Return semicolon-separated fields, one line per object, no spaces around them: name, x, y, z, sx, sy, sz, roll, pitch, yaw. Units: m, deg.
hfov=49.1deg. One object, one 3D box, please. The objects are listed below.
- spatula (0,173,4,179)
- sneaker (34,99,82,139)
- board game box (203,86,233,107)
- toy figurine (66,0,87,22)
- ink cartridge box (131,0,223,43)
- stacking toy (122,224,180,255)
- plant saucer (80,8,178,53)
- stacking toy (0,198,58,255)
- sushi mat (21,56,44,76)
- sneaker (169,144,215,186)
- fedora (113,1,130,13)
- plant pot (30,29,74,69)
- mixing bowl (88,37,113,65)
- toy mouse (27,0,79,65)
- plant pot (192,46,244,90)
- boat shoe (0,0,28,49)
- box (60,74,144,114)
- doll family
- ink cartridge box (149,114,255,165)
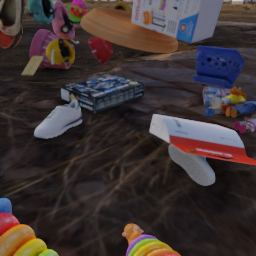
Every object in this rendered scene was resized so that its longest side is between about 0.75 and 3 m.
spatula;-3.855;0.947;6.466;2.359;0.242;0.667;8;27;16
sneaker;-2.123;-0.270;8.434;0.691;0.728;1.808;15;31;25
board game box;3.557;-1.175;10.638;1.326;0.409;1.327;4;26;9
toy figurine;-1.580;-3.887;9.126;0.776;0.582;0.714;17;-19;-18
ink cartridge box;0.942;-2.409;5.411;1.416;1.042;1.024;29;39;28
stacking toy;0.285;1.892;4.050;0.931;0.880;1.604;-4;15;-21
plant saucer;0.081;-2.477;6.898;2.455;0.459;2.455;12;29;-7
stacking toy;-1.210;1.994;3.574;2.268;1.245;1.316;21;28;14
sushi mat;-2.743;-1.792;8.064;0.376;0.048;0.786;5;56;17
sneaker;1.609;0.720;6.526;0.665;0.600;1.623;-14;30;-18
fedora;-0.207;-3.924;9.999;0.462;1.133;1.133;9;14;-43
plant pot;-3.976;-4.062;15.052;1.818;2.031;2.031;17;28;2
mixing bowl;-0.906;-2.846;10.010;0.549;1.013;1.013;-26;21;16
toy mouse;-2.085;-2.936;7.640;0.540;2.478;2.788;-12;12;13
plant pot;3.661;-2.370;11.525;1.642;1.477;1.642;17;5;31
boat shoe;-2.887;-2.627;6.804;0.637;1.789;0.560;27;40;-14
box;-0.976;-1.440;10.953;2.070;0.599;2.604;23;34;39
doll family;3.630;-0.688;8.946;1.387;1.007;2.235;-12;28;-23
ink cartridge box;1.754;0.198;6.483;1.946;0.683;2.394;10;3;-13
